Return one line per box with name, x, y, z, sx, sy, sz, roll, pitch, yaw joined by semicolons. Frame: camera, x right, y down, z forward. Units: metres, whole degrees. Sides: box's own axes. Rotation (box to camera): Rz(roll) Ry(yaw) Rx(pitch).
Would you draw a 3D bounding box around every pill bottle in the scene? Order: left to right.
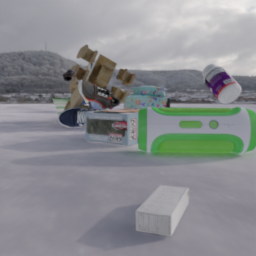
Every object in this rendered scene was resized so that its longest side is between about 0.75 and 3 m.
pill bottle;3.099;-1.533;9.465;0.795;0.795;1.413;-3;46;-25

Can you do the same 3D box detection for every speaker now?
speaker;1.351;0.044;5.721;2.283;1.009;1.009;0;6;4

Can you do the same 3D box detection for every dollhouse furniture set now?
dollhouse furniture set;-1.386;-1.281;11.175;1.606;1.516;1.048;9;-34;-30
dollhouse furniture set;-1.526;-1.738;12.335;2.484;2.834;1.883;26;-5;-24

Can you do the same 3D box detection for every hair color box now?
hair color box;0.129;-0.115;7.914;1.310;0.803;2.647;4;8;31

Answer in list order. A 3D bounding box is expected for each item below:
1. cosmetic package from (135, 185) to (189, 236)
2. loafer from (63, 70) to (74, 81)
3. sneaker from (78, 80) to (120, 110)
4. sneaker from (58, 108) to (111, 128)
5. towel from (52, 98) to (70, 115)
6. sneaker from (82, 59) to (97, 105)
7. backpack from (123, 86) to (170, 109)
cosmetic package;0.354;0.762;2.687;0.321;0.197;0.778;3;7;23
loafer;-2.266;-1.906;10.537;0.344;0.302;0.958;12;-15;-24
sneaker;-0.987;-1.280;10.289;0.800;0.753;1.954;-15;-26;32
sneaker;-1.416;-0.366;10.254;2.205;0.773;1.196;1;1;-17
towel;-2.904;-0.877;13.354;1.100;1.443;0.169;0;51;4
sneaker;-1.708;-2.170;13.838;1.042;2.363;0.890;23;10;12
backpack;0.993;-1.516;16.497;2.562;1.929;2.275;-7;7;-16
